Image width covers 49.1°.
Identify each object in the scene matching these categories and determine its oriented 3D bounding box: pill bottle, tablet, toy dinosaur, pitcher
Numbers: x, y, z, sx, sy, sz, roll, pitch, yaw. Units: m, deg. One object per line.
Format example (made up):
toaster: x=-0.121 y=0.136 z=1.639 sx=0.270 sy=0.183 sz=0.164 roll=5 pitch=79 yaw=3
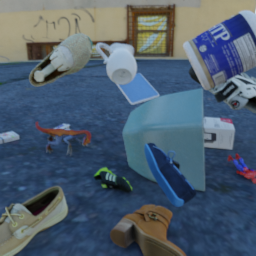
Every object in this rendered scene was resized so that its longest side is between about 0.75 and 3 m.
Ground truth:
pill bottle: x=1.587 y=-1.208 z=4.116 sx=1.360 sy=0.814 sz=0.814 roll=-27 pitch=14 yaw=15
tablet: x=0.330 y=-1.678 z=11.840 sx=1.278 sy=0.134 sz=1.963 roll=-19 pitch=44 yaw=-14
toy dinosaur: x=-2.263 y=0.344 z=10.223 sx=1.721 sy=1.897 sz=0.996 roll=-27 pitch=28 yaw=21
pitcher: x=-0.482 y=-2.551 z=10.702 sx=1.600 sy=1.131 sz=1.866 roll=11 pitch=44 yaw=-15

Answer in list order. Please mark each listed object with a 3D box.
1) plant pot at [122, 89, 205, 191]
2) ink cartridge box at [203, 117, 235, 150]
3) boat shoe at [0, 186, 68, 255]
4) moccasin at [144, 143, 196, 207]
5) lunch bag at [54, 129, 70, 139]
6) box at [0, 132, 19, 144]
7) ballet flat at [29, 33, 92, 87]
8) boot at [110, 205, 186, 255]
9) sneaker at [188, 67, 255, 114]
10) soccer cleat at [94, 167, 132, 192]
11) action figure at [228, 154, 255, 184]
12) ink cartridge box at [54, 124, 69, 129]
plant pot: x=1.130 y=0.308 z=8.550 sx=2.318 sy=2.270 sz=2.276 roll=-1 pitch=31 yaw=15
ink cartridge box: x=3.161 y=0.148 z=11.436 sx=2.048 sy=0.854 sz=1.488 roll=5 pitch=20 yaw=14
boat shoe: x=-2.358 y=2.014 z=6.134 sx=0.881 sy=0.790 sz=2.381 roll=12 pitch=22 yaw=30
moccasin: x=0.779 y=0.853 z=5.407 sx=0.502 sy=0.592 sz=1.472 roll=-18 pitch=51 yaw=-14
lunch bag: x=-2.696 y=0.295 z=11.866 sx=0.642 sy=0.309 sz=0.801 roll=11 pitch=22 yaw=36
box: x=-5.145 y=0.418 z=11.701 sx=0.923 sy=0.190 sz=0.719 roll=-16 pitch=24 yaw=-40
ballet flat: x=-2.101 y=-1.867 z=8.427 sx=2.759 sy=0.930 sz=0.860 roll=-23 pitch=16 yaw=44
boot: x=0.649 y=2.236 z=5.957 sx=1.735 sy=0.665 sz=1.347 roll=5 pitch=14 yaw=35
sneaker: x=3.296 y=-1.277 z=9.004 sx=2.903 sy=1.075 sz=1.285 roll=16 pitch=50 yaw=-20
soccer cleat: x=-0.447 y=1.584 z=8.069 sx=0.552 sy=0.460 sz=1.363 roll=-37 pitch=37 yaw=-29
action figure: x=3.675 y=1.313 z=8.897 sx=0.448 sy=0.354 sz=1.371 roll=-8 pitch=25 yaw=-6
ink cartridge box: x=-3.043 y=0.018 z=12.903 sx=0.411 sy=0.162 sz=0.826 roll=8 pitch=22 yaw=23
